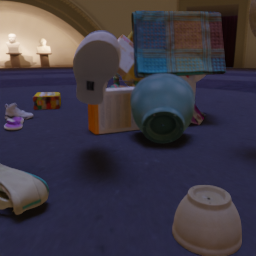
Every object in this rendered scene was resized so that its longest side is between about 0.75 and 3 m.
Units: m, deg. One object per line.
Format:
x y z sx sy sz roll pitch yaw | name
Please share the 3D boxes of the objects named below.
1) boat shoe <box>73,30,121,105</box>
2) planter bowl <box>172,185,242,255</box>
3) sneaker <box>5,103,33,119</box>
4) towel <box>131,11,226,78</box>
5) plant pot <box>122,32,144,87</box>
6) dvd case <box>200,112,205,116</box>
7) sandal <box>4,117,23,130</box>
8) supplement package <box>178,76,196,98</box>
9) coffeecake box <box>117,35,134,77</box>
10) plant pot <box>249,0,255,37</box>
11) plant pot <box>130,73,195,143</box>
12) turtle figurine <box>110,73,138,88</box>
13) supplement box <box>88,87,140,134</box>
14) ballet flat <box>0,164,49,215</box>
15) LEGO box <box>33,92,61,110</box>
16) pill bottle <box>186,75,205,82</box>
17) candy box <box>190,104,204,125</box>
-0.611 -1.280 5.591 0.824 0.811 2.324 11 -21 -6 | boat shoe
1.028 1.118 3.633 0.886 0.596 0.886 -1 16 0 | planter bowl
-3.919 -0.601 10.036 0.978 0.562 0.367 -2 15 -9 | sneaker
1.595 -2.677 8.839 2.926 2.146 0.317 -3 -5 -6 | towel
0.787 -3.127 13.569 2.631 2.631 2.475 -6 -12 -20 | plant pot
2.394 -0.546 10.737 0.888 0.098 0.649 -1 15 -7 | dvd case
-3.699 -0.212 9.058 0.535 0.323 1.315 -4 16 -15 | sandal
2.478 -2.535 14.811 1.379 1.792 1.874 -6 16 -23 | supplement package
-0.200 -2.589 10.057 0.888 1.157 0.423 37 -22 -19 | coffeecake box
3.373 -2.296 5.462 1.662 1.662 1.116 2 24 8 | plant pot
0.912 -0.358 7.430 1.791 1.791 1.200 1 41 4 | plant pot
-0.092 -1.908 13.496 1.947 1.310 2.601 35 17 37 | turtle figurine
-0.182 -0.585 8.628 2.020 1.273 0.743 -6 14 -23 | supplement box
-2.256 0.864 4.537 2.172 0.755 0.755 10 18 31 | ballet flat
-3.542 -1.217 12.340 1.052 0.545 1.413 -3 15 -10 | LEGO box
1.967 -2.933 10.264 2.445 1.354 1.354 46 36 19 | pill bottle
1.939 -0.550 9.511 0.334 0.747 1.096 -50 33 -11 | candy box
